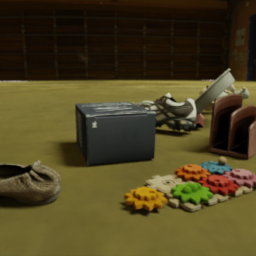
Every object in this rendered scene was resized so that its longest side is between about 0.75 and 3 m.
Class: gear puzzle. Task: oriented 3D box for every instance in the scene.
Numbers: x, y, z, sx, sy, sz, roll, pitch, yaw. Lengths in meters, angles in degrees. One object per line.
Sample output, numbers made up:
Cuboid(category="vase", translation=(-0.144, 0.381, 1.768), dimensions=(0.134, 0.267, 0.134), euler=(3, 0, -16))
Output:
Cuboid(category="gear puzzle", translation=(1.131, 0.990, 5.258), dimensions=(2.797, 0.366, 1.449), euler=(-7, 14, -30))

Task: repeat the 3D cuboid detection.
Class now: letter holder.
Cuboid(category="letter holder", translation=(3.271, -0.170, 7.915), dimensions=(1.070, 1.512, 2.128), euler=(10, 16, 40))

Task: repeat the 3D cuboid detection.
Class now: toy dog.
Cuboid(category="toy dog", translation=(4.638, -1.761, 13.755), dimensions=(2.451, 1.180, 1.616), euler=(-24, 48, -11))

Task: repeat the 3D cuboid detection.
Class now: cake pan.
Cuboid(category="cake pan", translation=(3.266, -1.234, 11.475), dimensions=(0.504, 2.749, 2.749), euler=(47, 25, 8))

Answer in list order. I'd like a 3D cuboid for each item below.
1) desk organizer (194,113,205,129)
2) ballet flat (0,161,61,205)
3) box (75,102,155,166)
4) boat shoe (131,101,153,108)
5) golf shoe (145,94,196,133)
Cuboid(category="desk organizer", translation=(2.248, -0.208, 10.563), dimensions=(1.161, 0.447, 0.416), euler=(-9, -31, 35))
Cuboid(category="ballet flat", translation=(-2.547, 0.865, 4.835), dimensions=(2.779, 0.644, 0.936), euler=(2, 34, 4))
Cuboid(category="box", translation=(-0.469, 0.029, 7.638), dimensions=(1.742, 1.228, 2.354), euler=(-3, 13, -15))
Cuboid(category="boat shoe", translation=(0.239, -0.704, 12.129), dimensions=(2.275, 0.813, 0.680), euler=(0, 10, 29))
Cuboid(category="golf shoe", translation=(1.105, -0.602, 10.071), dimensions=(2.703, 1.277, 1.051), euler=(7, -3, 19))
